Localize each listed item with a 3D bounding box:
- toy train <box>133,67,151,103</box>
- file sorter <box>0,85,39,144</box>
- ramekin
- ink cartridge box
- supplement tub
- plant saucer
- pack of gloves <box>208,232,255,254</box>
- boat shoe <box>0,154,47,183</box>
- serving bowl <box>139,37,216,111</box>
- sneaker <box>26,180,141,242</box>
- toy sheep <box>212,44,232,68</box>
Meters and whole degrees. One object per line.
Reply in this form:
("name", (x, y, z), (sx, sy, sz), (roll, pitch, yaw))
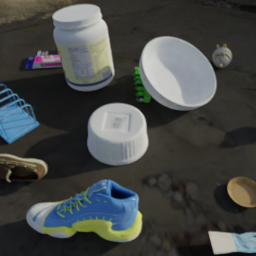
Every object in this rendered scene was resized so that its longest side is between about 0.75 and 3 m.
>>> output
("toy train", (0.527, -1.616, 10.336), (0.535, 0.396, 1.896), (5, 45, -9))
("file sorter", (-3.824, -0.501, 8.810), (1.588, 0.974, 1.102), (34, 55, 28))
("ramekin", (-0.323, 0.111, 8.259), (1.840, 0.897, 1.840), (0, 45, 0))
("ink cartridge box", (-3.300, -2.847, 11.586), (1.863, 0.345, 0.882), (-6, 47, -2))
("supplement tub", (-1.540, -2.774, 9.825), (1.825, 2.517, 1.825), (-5, 41, 4))
("plant saucer", (2.989, 1.681, 7.227), (0.866, 0.153, 0.866), (-1, 47, 1))
("pack of gloves", (2.473, 2.866, 6.077), (1.364, 0.269, 1.146), (4, 45, -10))
("boat shoe", (-3.082, 1.099, 7.345), (1.770, 0.654, 0.655), (0, 21, 0))
("serving bowl", (1.584, -1.747, 9.693), (2.803, 0.922, 2.803), (10, 62, -19))
("sneaker", (-0.943, 1.693, 6.276), (2.587, 1.359, 0.980), (6, 18, -3))
("toy sheep", (3.756, -2.839, 11.248), (0.816, 0.816, 1.184), (17, 57, 16))
